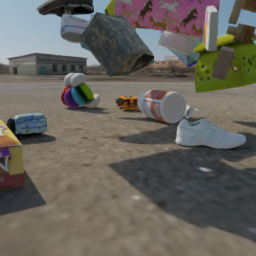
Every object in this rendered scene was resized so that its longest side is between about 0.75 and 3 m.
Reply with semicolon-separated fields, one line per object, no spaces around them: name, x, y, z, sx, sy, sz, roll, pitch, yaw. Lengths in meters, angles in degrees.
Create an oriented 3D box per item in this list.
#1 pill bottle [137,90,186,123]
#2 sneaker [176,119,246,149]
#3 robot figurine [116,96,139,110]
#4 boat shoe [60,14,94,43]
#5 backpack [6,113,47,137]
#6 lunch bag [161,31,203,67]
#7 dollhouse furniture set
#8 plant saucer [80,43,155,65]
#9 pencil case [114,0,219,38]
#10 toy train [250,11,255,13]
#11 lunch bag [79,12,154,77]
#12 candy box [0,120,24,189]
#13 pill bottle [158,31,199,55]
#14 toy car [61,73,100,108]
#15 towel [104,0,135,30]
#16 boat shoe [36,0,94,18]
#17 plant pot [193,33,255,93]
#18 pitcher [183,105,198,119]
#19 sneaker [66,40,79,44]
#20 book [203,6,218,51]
pill bottle;1.077;-0.790;9.621;1.009;1.009;1.799;-6;13;-26
sneaker;1.816;0.117;6.175;1.496;0.600;0.526;4;10;13
robot figurine;0.076;-1.121;12.536;1.323;0.531;1.824;-1;11;-6
boat shoe;-0.826;-2.535;7.114;1.833;0.781;0.677;1;-8;-29
backpack;-2.546;-0.072;7.132;0.958;0.736;0.781;10;-5;-28
lunch bag;2.144;-3.711;10.100;1.414;2.220;1.887;-30;51;-10
dollhouse furniture set;2.491;-1.631;5.271;1.311;1.609;1.530;18;24;14
plant saucer;-0.307;-2.589;9.787;2.869;0.272;1.003;-1;26;-46
pencil case;0.870;-2.617;6.243;2.282;0.945;0.987;10;-12;10
toy train;4.267;-3.850;8.813;0.779;0.445;0.338;16;54;18
lunch bag;-0.115;-1.405;4.770;0.646;0.901;1.099;-43;-11;35
candy box;-2.661;0.382;4.626;1.403;0.679;2.405;-6;14;-31
pill bottle;1.673;-3.228;7.904;1.199;2.108;1.199;18;15;-5
toy car;-2.361;-1.542;12.847;1.424;1.662;1.899;-43;29;-19
towel;-0.147;-3.640;8.895;0.269;1.283;2.982;-16;35;24
boat shoe;-2.136;-4.282;10.047;0.863;0.745;2.377;-4;24;46
plant pot;2.549;-1.669;7.113;1.397;1.274;1.404;-18;9;-40
pitcher;1.922;-0.700;10.251;1.092;0.662;0.937;22;19;40
sneaker;-1.823;-4.226;11.959;1.995;0.769;0.817;-10;-14;4
book;1.460;-1.778;4.949;0.224;0.622;0.932;1;29;12
